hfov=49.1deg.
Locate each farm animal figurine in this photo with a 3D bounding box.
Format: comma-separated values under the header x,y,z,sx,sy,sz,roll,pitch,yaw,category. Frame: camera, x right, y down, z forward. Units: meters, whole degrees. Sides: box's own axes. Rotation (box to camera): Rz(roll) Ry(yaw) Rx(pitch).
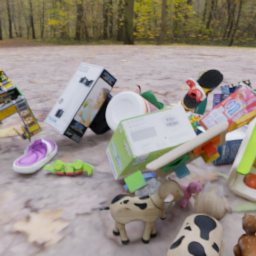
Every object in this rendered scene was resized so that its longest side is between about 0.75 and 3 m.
x,y,z,sx,sy,sz,roll,pitch,yaw,category
1.009,1.602,5.277,2.407,1.499,2.981,-11,24,-26,farm animal figurine

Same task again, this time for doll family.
x,y,z,sx,sy,sz,roll,pitch,yaw,category
4.208,-1.316,10.816,1.513,0.875,0.594,-13,0,11,doll family

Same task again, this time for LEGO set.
x,y,z,sx,sy,sz,roll,pitch,yaw,category
-4.130,-0.577,8.999,1.529,2.029,2.639,-33,65,-20,LEGO set

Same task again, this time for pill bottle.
x,y,z,sx,sy,sz,roll,pitch,yaw,category
0.411,-0.219,9.061,1.300,1.300,2.301,15,-5,33,pill bottle

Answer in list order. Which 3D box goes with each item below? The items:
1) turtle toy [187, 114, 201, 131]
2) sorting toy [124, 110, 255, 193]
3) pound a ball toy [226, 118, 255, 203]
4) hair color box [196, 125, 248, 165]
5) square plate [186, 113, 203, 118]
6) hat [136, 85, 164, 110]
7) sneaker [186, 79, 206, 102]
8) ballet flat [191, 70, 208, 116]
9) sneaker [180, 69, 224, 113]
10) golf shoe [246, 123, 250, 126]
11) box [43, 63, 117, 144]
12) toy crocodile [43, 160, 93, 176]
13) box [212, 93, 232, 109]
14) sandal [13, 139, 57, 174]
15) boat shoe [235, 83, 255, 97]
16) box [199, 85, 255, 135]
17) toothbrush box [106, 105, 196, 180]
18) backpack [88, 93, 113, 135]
x,y,z,sx,sy,sz,roll,pitch,yaw,category
2.405,-0.214,9.751,0.855,0.432,0.623,10,47,1,turtle toy
1.240,0.564,5.337,2.996,0.408,1.687,-31,-19,7,sorting toy
3.680,0.990,7.063,1.844,1.201,2.827,22,49,21,pound a ball toy
3.757,0.432,9.165,2.716,0.822,1.358,-5,20,-12,hair color box
2.149,-0.171,11.123,1.320,0.188,1.308,18,50,43,square plate
0.765,-1.611,12.826,1.656,1.760,1.999,-22,30,-18,hat
1.764,-1.033,7.608,0.354,0.321,0.835,-31,50,0,sneaker
2.913,-1.327,11.475,0.804,2.281,0.745,-11,35,-43,ballet flat
2.595,-1.330,10.252,2.091,0.731,0.941,-44,-5,-18,sneaker
3.706,-0.534,8.957,0.592,0.467,1.286,13,37,-35,golf shoe
-1.664,-0.920,9.707,1.510,2.589,0.778,26,-8,48,box
-1.686,1.167,7.955,1.397,0.431,0.472,-2,-19,-1,toy crocodile
3.187,-0.687,9.450,0.490,0.939,0.694,4,4,-4,box
-2.812,0.692,8.771,0.979,0.591,2.405,5,18,-3,sandal
4.013,-0.979,8.980,1.206,0.373,0.451,36,14,7,boat shoe
2.426,-0.311,6.711,1.339,0.667,0.639,-39,-13,5,box
0.453,0.448,6.948,1.577,0.932,2.166,-15,-20,-18,toothbrush box
-0.912,-0.473,10.528,1.505,1.434,1.159,48,8,11,backpack
